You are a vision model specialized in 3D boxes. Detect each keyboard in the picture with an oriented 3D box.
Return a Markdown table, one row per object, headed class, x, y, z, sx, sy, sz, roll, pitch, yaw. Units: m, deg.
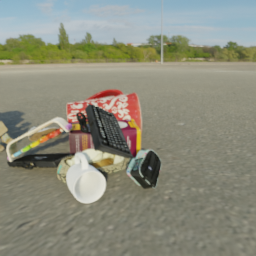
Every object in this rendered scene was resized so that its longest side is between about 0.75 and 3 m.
| class | x | y | z | sx | sy | sz | roll | pitch | yaw |
| --- | --- | --- | --- | --- | --- | --- | --- | --- | --- |
| keyboard | -2.782 | 1.050 | 8.493 | 2.027 | 0.260 | 1.217 | -5 | 8 | 30 |
| keyboard | -0.814 | -0.040 | 8.561 | 1.590 | 0.340 | 2.648 | 16 | 23 | -23 |

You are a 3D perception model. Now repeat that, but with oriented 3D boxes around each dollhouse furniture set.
| class | x | y | z | sx | sy | sz | roll | pitch | yaw |
| --- | --- | --- | --- | --- | --- | --- | --- | --- | --- |
| dollhouse furniture set | -4.830 | 0.382 | 9.815 | 0.932 | 1.230 | 1.403 | 11 | 46 | 38 |

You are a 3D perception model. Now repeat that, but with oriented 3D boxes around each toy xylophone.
| class | x | y | z | sx | sy | sz | roll | pitch | yaw |
| --- | --- | --- | --- | --- | --- | --- | --- | --- | --- |
| toy xylophone | -2.784 | 0.250 | 8.890 | 2.155 | 0.541 | 1.578 | -26 | 9 | 11 |

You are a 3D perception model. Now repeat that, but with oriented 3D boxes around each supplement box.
| class | x | y | z | sx | sy | sz | roll | pitch | yaw |
| --- | --- | --- | --- | --- | --- | --- | --- | --- | --- |
| supplement box | -0.845 | 0.397 | 9.914 | 2.393 | 1.025 | 1.320 | -3 | 18 | -10 |

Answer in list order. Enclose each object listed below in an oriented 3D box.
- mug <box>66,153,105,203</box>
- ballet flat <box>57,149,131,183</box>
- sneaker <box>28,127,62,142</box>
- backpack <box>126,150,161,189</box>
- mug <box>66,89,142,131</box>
| class | x | y | z | sx | sy | sz | roll | pitch | yaw |
| --- | --- | --- | --- | --- | --- | --- | --- | --- | --- |
| mug | -1.156 | 1.182 | 7.101 | 0.836 | 1.132 | 0.993 | -12 | 18 | -26 |
| ballet flat | -0.831 | 0.940 | 8.195 | 2.511 | 0.946 | 0.852 | -11 | 49 | -34 |
| sneaker | -3.513 | 0.180 | 11.717 | 1.359 | 0.476 | 0.737 | -11 | 21 | -26 |
| backpack | 0.471 | 1.082 | 7.553 | 0.717 | 0.846 | 0.953 | -10 | 42 | 44 |
| mug | -1.049 | -0.456 | 11.685 | 2.810 | 1.875 | 2.494 | -7 | 18 | -8 |
